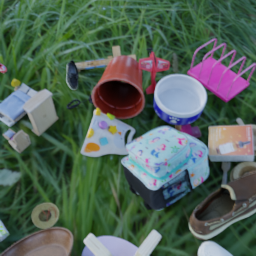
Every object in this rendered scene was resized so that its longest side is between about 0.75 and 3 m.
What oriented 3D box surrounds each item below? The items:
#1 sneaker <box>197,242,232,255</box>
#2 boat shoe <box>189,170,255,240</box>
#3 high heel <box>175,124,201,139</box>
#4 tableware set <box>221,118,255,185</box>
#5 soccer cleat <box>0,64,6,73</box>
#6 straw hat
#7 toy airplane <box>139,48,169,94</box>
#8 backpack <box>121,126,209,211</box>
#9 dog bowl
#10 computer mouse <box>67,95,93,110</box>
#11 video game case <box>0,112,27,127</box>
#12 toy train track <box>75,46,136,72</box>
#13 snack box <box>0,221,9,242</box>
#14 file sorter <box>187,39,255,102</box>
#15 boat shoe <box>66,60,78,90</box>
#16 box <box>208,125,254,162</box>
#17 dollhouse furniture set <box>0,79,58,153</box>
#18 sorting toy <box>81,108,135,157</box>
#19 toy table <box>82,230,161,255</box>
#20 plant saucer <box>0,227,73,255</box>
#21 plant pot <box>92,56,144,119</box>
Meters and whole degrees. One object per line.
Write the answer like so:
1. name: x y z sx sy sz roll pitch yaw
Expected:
1. sneaker: 3.034 4.231 7.348 1.093 1.278 2.934 -31 59 -19
2. boat shoe: 3.101 2.129 8.284 3.007 1.112 1.110 -34 45 -16
3. high heel: 1.898 -0.435 10.827 1.070 0.750 2.225 -10 56 -29
4. tableware set: 4.330 0.990 9.802 1.934 0.586 2.926 5 54 18
5. soccer cleat: -6.039 -2.890 12.841 1.106 0.423 0.369 31 65 16
6. straw hat: -2.641 2.815 8.878 0.843 0.357 0.843 13 56 -20
7. toy airplane: 1.078 -2.267 11.677 0.392 2.130 2.130 -3 45 43
8. backpack: 1.268 1.101 9.086 2.562 1.929 2.274 -22 30 -22
9. dog bowl: 1.913 -1.059 10.511 1.894 0.746 1.894 1 57 -1
10. computer mouse: -1.699 -1.077 11.706 1.764 0.300 0.517 -16 56 -6
11. video game case: -4.772 -0.761 11.544 1.166 0.150 1.283 31 61 19
12. toy train track: -1.082 -2.886 12.897 2.922 0.475 1.676 -7 62 2
13. snack box: -4.388 3.124 8.701 0.841 0.313 1.182 -37 64 -24
14. file sorter: 4.012 -2.565 12.034 1.563 1.411 2.250 -34 62 -21
15. boat shoe: -2.418 -2.350 12.279 0.509 0.452 1.363 4 68 -23
16. box: 3.600 0.559 9.845 1.443 0.767 1.099 -3 67 22
17. dollhouse furniture set: -4.281 -0.819 10.612 2.422 1.581 2.287 33 61 17
18. sorting toy: -0.631 0.224 10.532 1.729 1.026 1.920 19 55 -10
19. toy table: -0.131 3.930 7.326 2.839 1.663 2.610 25 59 16
20. plant saucer: -2.603 3.699 7.491 2.581 0.472 2.581 -20 14 5
21. plant pot: -0.271 -1.743 11.261 2.025 2.025 1.970 5 47 4
